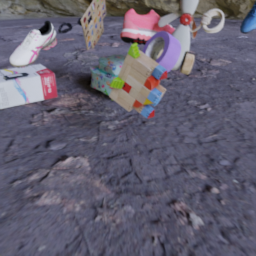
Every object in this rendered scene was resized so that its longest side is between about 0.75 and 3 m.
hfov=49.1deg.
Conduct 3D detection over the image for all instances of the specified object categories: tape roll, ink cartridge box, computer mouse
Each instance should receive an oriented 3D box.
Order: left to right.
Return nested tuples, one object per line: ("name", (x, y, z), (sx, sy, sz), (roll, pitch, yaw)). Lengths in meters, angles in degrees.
("ink cartridge box", (-4.948, -1.904, 12.606), (2.850, 1.180, 2.077), (-17, 32, -30))
("computer mouse", (-2.145, -4.456, 12.325), (0.719, 0.418, 2.454), (35, 46, 18))
("tape roll", (0.938, -2.170, 8.173), (0.496, 1.168, 1.168), (22, 12, -36))

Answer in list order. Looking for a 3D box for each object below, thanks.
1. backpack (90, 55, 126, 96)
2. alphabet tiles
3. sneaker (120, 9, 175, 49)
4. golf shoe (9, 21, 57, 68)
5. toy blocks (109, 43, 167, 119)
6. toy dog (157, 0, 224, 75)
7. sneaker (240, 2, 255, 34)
("backpack", (-0.582, -2.439, 13.127), (2.194, 1.861, 2.471), (-22, 29, -37))
("alphabet tiles", (-1.288, -4.118, 10.992), (0.078, 2.068, 1.729), (23, 71, 8))
("sneaker", (1.149, -3.795, 10.651), (2.918, 1.265, 1.075), (1, 6, -23))
("golf shoe", (-2.514, -2.195, 7.280), (0.573, 0.727, 1.580), (27, 57, 14))
("toy blocks", (0.361, -1.071, 7.452), (1.335, 1.953, 0.976), (37, 42, 10))
("toy dog", (1.796, -3.134, 9.743), (1.842, 2.793, 1.345), (34, 7, -8))
("sneaker", (2.077, -1.937, 4.425), (0.356, 0.908, 0.299), (20, 27, -42))
